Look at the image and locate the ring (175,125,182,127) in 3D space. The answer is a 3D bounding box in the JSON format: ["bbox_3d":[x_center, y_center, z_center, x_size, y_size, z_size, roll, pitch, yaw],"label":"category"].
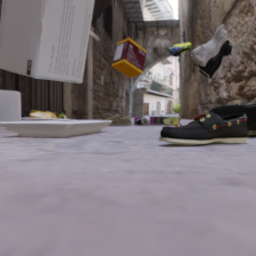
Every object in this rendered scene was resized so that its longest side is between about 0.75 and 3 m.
[{"bbox_3d":[2.457,-0.061,10.851,1.403,0.135,1.403,-1,2,0],"label":"ring"}]

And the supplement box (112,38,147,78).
[{"bbox_3d":[0.084,-3.947,15.938,1.519,1.540,1.023,25,-22,-39],"label":"supplement box"}]

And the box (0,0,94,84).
[{"bbox_3d":[-2.771,-3.004,9.098,2.715,2.701,1.774,19,12,39],"label":"box"}]

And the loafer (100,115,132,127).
[{"bbox_3d":[-0.584,-0.339,12.856,1.527,0.532,0.574,0,2,-10],"label":"loafer"}]

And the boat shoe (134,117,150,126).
[{"bbox_3d":[0.669,-0.276,13.274,0.369,0.424,1.150,-8,1,-25],"label":"boat shoe"}]

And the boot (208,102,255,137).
[{"bbox_3d":[2.685,-0.180,6.045,2.018,0.728,1.524,0,0,12],"label":"boot"}]

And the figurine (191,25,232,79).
[{"bbox_3d":[3.372,-2.999,10.973,0.720,1.633,1.673,46,7,34],"label":"figurine"}]

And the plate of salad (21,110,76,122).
[{"bbox_3d":[-4.081,-0.544,14.652,2.898,0.696,2.898,1,-1,0],"label":"plate of salad"}]

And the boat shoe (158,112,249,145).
[{"bbox_3d":[1.143,0.011,4.208,1.581,0.495,0.578,-2,3,-25],"label":"boat shoe"}]

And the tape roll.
[{"bbox_3d":[-6.257,-0.882,13.112,2.324,1.596,2.324,0,2,0],"label":"tape roll"}]

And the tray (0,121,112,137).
[{"bbox_3d":[-1.532,-0.012,6.849,1.559,0.322,2.904,0,2,14],"label":"tray"}]

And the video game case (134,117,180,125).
[{"bbox_3d":[1.525,-0.383,15.043,2.297,0.454,2.534,0,2,4],"label":"video game case"}]

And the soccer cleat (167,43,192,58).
[{"bbox_3d":[1.342,-2.090,7.295,0.377,0.291,0.900,39,45,19],"label":"soccer cleat"}]
